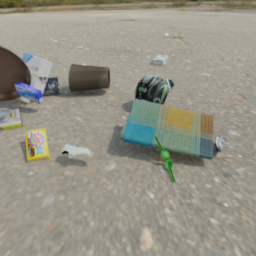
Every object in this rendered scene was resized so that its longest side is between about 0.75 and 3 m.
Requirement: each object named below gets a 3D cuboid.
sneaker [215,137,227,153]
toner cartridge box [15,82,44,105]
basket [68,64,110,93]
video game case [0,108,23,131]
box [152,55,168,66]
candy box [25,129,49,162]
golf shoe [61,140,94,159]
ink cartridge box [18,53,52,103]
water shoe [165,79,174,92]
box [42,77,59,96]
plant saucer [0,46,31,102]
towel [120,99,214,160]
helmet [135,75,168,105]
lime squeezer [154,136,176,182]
[{"bbox_3d":[2.984,0.508,8.987,0.361,0.326,0.846,-5,23,18],"label":"sneaker"},{"bbox_3d":[-4.036,-1.424,11.450,1.199,0.570,0.259,22,48,20],"label":"toner cartridge box"},{"bbox_3d":[-1.770,-2.360,13.206,1.753,1.192,1.580,0,47,3],"label":"basket"},{"bbox_3d":[-4.857,-0.316,10.817,1.382,0.195,1.530,-11,31,-19],"label":"video game case"},{"bbox_3d":[2.090,-4.358,18.056,0.720,0.371,1.234,12,31,21],"label":"box"},{"bbox_3d":[-2.920,0.529,8.964,0.648,0.167,1.267,-8,45,-18],"label":"candy box"},{"bbox_3d":[-1.502,0.769,8.249,1.035,0.405,0.503,16,50,25],"label":"golf shoe"},{"bbox_3d":[-4.308,-2.163,12.486,1.158,2.012,0.683,22,5,21],"label":"ink cartridge box"},{"bbox_3d":[2.094,-2.133,13.855,0.407,0.369,1.031,1,40,-2],"label":"water shoe"},{"bbox_3d":[-3.675,-1.966,13.165,0.771,0.784,0.460,-5,19,-8],"label":"box"},{"bbox_3d":[-5.391,-2.247,11.180,2.945,2.945,0.507,-4,52,-7],"label":"plant saucer"},{"bbox_3d":[1.330,0.004,9.050,2.817,0.306,2.066,13,43,8],"label":"towel"},{"bbox_3d":[0.997,-1.537,11.703,1.424,1.358,1.424,23,-8,4],"label":"helmet"},{"bbox_3d":[1.074,0.917,8.125,0.507,0.271,1.436,13,51,-56],"label":"lime squeezer"}]
